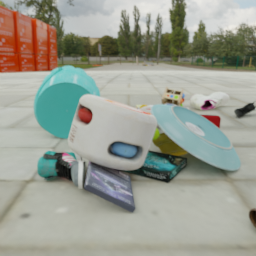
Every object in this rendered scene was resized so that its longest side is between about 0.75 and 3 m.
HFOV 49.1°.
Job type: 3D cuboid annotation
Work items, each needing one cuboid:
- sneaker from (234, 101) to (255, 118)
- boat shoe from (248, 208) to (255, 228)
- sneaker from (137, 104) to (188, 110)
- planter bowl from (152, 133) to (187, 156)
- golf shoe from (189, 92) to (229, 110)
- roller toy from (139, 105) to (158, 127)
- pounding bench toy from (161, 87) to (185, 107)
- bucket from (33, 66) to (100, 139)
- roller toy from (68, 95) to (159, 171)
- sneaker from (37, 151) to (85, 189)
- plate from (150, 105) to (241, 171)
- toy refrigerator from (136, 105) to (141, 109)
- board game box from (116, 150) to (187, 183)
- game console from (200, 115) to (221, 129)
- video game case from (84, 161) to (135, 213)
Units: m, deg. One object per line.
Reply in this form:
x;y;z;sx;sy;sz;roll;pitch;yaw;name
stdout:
5.707;-0.918;13.487;0.799;0.460;1.533;-37;-14;36;sneaker
2.402;1.661;4.233;0.608;0.607;1.644;9;3;-7;boat shoe
1.358;-0.631;11.293;2.600;0.979;1.146;4;-21;20;sneaker
1.362;0.507;8.169;1.377;0.574;1.377;-6;-16;-2;planter bowl
4.629;-1.374;15.377;2.433;0.916;1.113;-10;30;-17;golf shoe
0.711;-0.323;10.539;0.990;0.903;0.692;35;-8;3;roller toy
2.307;-1.283;14.586;1.066;0.849;1.367;14;61;18;pounding bench toy
-2.199;-0.891;10.337;2.510;2.510;1.633;-2;25;-6;bucket
-0.426;0.136;6.784;2.127;1.486;1.940;20;7;13;roller toy
-1.576;0.957;6.554;1.055;0.731;1.748;-1;9;-17;sneaker
1.981;0.072;7.902;2.943;0.376;2.943;26;24;-13;plate
0.683;-0.938;14.365;0.405;0.373;1.067;-2;16;-9;toy refrigerator
0.491;0.934;7.594;1.882;0.265;1.273;9;18;30;board game box
2.400;-0.122;10.054;1.670;0.991;1.439;4;14;15;game console
-0.389;1.159;5.997;1.071;0.142;1.499;29;11;-10;video game case
